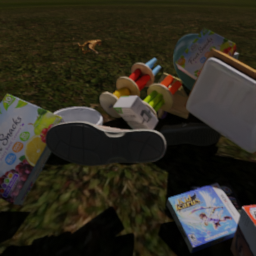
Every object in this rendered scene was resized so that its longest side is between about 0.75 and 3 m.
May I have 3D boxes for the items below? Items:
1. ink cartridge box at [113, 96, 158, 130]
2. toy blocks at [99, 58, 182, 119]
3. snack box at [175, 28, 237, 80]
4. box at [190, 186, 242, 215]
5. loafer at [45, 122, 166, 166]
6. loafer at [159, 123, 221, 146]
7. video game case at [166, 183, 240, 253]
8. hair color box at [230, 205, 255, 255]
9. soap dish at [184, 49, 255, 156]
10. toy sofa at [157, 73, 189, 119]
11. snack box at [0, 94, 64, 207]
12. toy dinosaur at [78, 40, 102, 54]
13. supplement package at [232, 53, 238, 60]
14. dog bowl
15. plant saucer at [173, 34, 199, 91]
[{"bbox_3d":[0.183,-0.319,6.646,0.651,0.895,0.376,5,56,51],"label":"ink cartridge box"},{"bbox_3d":[0.775,-1.472,9.988,2.437,1.062,2.924,18,51,35],"label":"toy blocks"},{"bbox_3d":[2.472,-2.263,8.975,1.248,1.479,0.501,44,5,31],"label":"snack box"},{"bbox_3d":[2.032,1.704,6.559,1.006,0.223,0.806,-1,30,-2],"label":"box"},{"bbox_3d":[-0.468,0.370,6.153,2.560,0.920,0.805,4,-1,6],"label":"loafer"},{"bbox_3d":[1.930,0.098,8.860,1.993,0.750,0.694,0,34,1],"label":"loafer"},{"bbox_3d":[1.623,1.842,5.903,1.260,0.286,1.142,-14,45,-14],"label":"video game case"},{"bbox_3d":[2.482,2.389,4.369,0.687,1.192,2.149,-4,29,-7],"label":"hair color box"},{"bbox_3d":[3.073,-0.758,7.853,2.583,2.033,1.049,39,44,23],"label":"soap dish"},{"bbox_3d":[1.729,-1.167,11.075,0.973,1.146,2.349,19,26,-13],"label":"toy sofa"},{"bbox_3d":[-2.666,0.476,6.514,1.545,0.576,2.173,22,70,8],"label":"snack box"},{"bbox_3d":[-1.273,-2.747,9.374,0.770,0.438,1.449,-15,28,18],"label":"toy dinosaur"},{"bbox_3d":[4.031,-2.938,13.619,2.294,1.346,1.341,-21,36,-32],"label":"supplement package"},{"bbox_3d":[-1.700,-0.002,9.100,1.742,0.686,1.742,0,29,0],"label":"dog bowl"},{"bbox_3d":[2.652,-2.179,10.478,0.367,2.678,2.678,-38,44,-22],"label":"plant saucer"}]
